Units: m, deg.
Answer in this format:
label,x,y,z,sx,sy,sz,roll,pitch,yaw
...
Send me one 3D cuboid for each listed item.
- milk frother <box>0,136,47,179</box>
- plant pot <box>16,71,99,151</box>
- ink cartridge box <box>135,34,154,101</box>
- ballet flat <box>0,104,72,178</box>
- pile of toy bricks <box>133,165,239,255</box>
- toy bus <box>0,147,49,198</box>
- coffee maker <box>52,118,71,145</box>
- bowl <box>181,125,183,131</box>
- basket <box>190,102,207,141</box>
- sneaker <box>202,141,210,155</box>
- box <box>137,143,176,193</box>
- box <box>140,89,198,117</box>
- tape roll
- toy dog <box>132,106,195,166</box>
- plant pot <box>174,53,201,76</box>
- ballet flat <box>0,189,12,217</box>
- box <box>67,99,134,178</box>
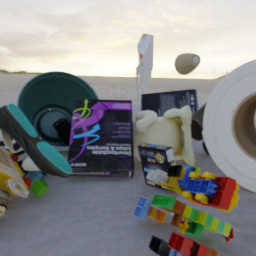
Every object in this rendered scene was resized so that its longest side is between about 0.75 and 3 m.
label,x,y,z,sx,sy,sz,roll,pitch,yaw
milk frother,-2.812,0.365,6.923,1.507,1.669,1.570,-8,10,-29
plant pot,-2.544,-0.362,10.064,2.776,2.776,1.860,-3,-18,-24
ink cartridge box,0.622,-3.052,14.133,0.684,2.212,2.728,16,54,17
ballet flat,-1.993,0.400,5.731,0.677,1.980,0.673,-43,-5,9
pile of toy bricks,0.911,1.211,3.824,1.072,1.204,2.171,27,-14,-10
toy bus,-2.544,0.932,5.140,1.754,0.961,1.859,40,-5,3
coffee maker,-2.204,0.105,10.061,0.873,0.908,0.612,-10,29,44
bowl,2.643,-0.022,14.446,0.942,0.423,0.942,0,8,0
basket,2.641,-0.233,9.133,1.412,0.960,1.273,-30,52,-26
sneaker,2.944,0.441,8.791,0.696,0.583,1.574,-19,-11,-22
box,0.636,0.824,5.891,0.233,0.932,0.939,-19,13,-33
box,2.279,-1.008,15.144,2.910,1.518,2.154,-3,-7,13
tape roll,3.293,-0.097,6.147,2.782,2.782,1.910,5,9,35
toy dog,0.529,0.167,8.301,2.405,1.678,2.332,-5,14,-1
plant pot,2.262,-2.420,10.320,0.846,0.846,0.903,-2,2,-16
ballet flat,-2.853,1.340,3.529,2.711,0.913,0.628,-3,44,-40
box,-0.674,0.200,7.283,1.623,2.271,0.410,1,-36,-4
